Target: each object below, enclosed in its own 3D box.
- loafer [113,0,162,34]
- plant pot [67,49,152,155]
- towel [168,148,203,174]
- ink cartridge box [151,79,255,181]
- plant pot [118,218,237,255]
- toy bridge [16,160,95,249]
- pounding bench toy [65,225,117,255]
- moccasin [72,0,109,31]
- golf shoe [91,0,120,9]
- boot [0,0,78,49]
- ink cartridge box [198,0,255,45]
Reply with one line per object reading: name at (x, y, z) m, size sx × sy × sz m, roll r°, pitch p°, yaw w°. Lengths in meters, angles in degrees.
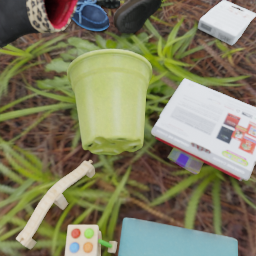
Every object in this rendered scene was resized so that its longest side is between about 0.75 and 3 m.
loafer at (0.230, -4.170, 9.791) m, size 0.954 × 0.977 × 2.676 m, roll 27°, pitch 52°, yaw 20°
plant pot at (-0.402, -0.457, 6.908) m, size 2.177 × 2.177 × 2.001 m, roll -3°, pitch 70°, yaw -2°
towel at (1.520, 0.742, 7.139) m, size 0.855 × 0.097 × 0.614 m, roll 29°, pitch 63°, yaw 17°
ink cartridge box at (1.961, 0.155, 6.900) m, size 2.368 × 0.993 × 2.079 m, roll 27°, pitch 57°, yaw 16°
plant pot at (0.572, 3.156, 4.334) m, size 1.857 × 1.858 × 2.629 m, roll 9°, pitch 48°, yaw 5°
toy bridge at (-1.559, 1.566, 6.235) m, size 0.311 × 0.769 × 2.288 m, roll 31°, pitch 64°, yaw 19°
pounding bench toy at (-0.724, 2.359, 5.740) m, size 0.967 × 0.754 × 0.601 m, roll 0°, pitch 58°, yaw 0°
moccasin at (-1.709, -4.245, 9.811) m, size 2.475 × 0.844 × 0.996 m, roll 35°, pitch 64°, yaw 20°
golf shoe at (-0.837, -4.743, 10.371) m, size 1.137 × 0.442 × 0.537 m, roll 4°, pitch 58°, yaw 1°
boot at (-2.036, -3.046, 5.743) m, size 2.176 × 1.057 × 2.890 m, roll 4°, pitch 76°, yaw 31°
ink cartridge box at (3.474, -3.734, 9.804) m, size 1.366 × 0.403 × 1.707 m, roll 35°, pitch 60°, yaw 20°
